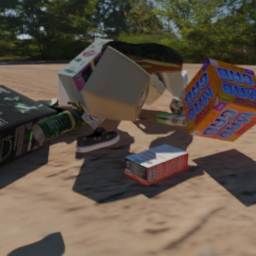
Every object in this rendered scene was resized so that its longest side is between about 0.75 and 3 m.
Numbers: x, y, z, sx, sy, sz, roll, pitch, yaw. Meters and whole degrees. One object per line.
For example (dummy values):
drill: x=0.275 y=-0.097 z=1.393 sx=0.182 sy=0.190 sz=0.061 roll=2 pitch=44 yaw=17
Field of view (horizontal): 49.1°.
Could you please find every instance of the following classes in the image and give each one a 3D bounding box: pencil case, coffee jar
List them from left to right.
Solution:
coffee jar: x=-1.425 y=-0.042 z=5.599 sx=0.893 sy=0.381 sz=0.465 roll=-30 pitch=-4 yaw=-41
pencil case: x=2.126 y=-0.971 z=11.833 sx=0.705 sy=0.613 sz=1.576 roll=24 pitch=17 yaw=5

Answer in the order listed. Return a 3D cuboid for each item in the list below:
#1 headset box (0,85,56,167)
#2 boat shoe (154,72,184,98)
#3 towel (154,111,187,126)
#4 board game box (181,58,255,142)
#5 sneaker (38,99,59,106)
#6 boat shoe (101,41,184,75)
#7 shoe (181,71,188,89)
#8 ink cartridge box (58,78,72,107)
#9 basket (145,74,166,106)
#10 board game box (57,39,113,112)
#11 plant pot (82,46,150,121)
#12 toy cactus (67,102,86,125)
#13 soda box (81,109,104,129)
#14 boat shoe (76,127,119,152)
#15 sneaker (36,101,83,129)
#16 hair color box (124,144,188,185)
headset box: x=-3.750 y=-0.173 z=8.102 sx=2.288 sy=1.219 sz=2.628 roll=25 pitch=25 yaw=16
boat shoe: x=1.419 y=-2.232 z=11.208 sx=0.840 sy=2.250 sz=1.043 roll=-42 pitch=34 yaw=-17
towel: x=2.827 y=-0.316 z=11.292 sx=2.914 sy=0.447 sz=2.174 roll=11 pitch=17 yaw=39
board game box: x=2.762 y=-0.761 z=8.307 sx=1.624 sy=1.622 sz=1.623 roll=10 pitch=54 yaw=-18
sneaker: x=-3.526 y=-0.736 z=11.886 sx=1.151 sy=0.846 sz=2.544 roll=-6 pitch=14 yaw=-11
boat shoe: x=0.469 y=-2.265 z=9.628 sx=2.795 sy=1.032 sz=1.057 roll=10 pitch=49 yaw=7
shoe: x=2.210 y=-2.187 z=13.122 sx=1.049 sy=0.824 sz=2.306 roll=-2 pitch=20 yaw=15
ink cartridge box: x=-2.937 y=-2.076 z=15.138 sx=0.858 sy=1.479 sz=2.043 roll=3 pitch=17 yaw=11
basket: x=1.070 y=-1.941 z=12.420 sx=1.380 sy=1.110 sz=1.368 roll=-55 pitch=9 yaw=-29
board game box: x=-1.516 y=-2.286 z=12.600 sx=0.957 sy=2.197 sz=2.978 roll=12 pitch=49 yaw=30
plant pot: x=-0.230 y=-1.139 z=8.675 sx=1.511 sy=1.705 sz=1.707 roll=23 pitch=-19 yaw=10
toy cactus: x=-1.850 y=-0.623 z=11.504 sx=1.171 sy=0.726 sz=1.419 roll=12 pitch=20 yaw=-42
soda box: x=-1.135 y=-0.595 z=10.840 sx=0.689 sy=0.640 sz=2.019 roll=43 pitch=14 yaw=-3
boat shoe: x=-0.936 y=0.272 z=8.823 sx=1.707 sy=0.565 sz=0.597 roll=-16 pitch=23 yaw=-42
sneaker: x=-2.898 y=-0.519 z=10.056 sx=2.494 sy=0.947 sz=1.132 roll=5 pitch=-3 yaw=-1
hair color box: x=0.723 y=0.868 z=6.991 sx=1.483 sy=0.474 sz=0.822 roll=-12 pitch=21 yaw=-39
